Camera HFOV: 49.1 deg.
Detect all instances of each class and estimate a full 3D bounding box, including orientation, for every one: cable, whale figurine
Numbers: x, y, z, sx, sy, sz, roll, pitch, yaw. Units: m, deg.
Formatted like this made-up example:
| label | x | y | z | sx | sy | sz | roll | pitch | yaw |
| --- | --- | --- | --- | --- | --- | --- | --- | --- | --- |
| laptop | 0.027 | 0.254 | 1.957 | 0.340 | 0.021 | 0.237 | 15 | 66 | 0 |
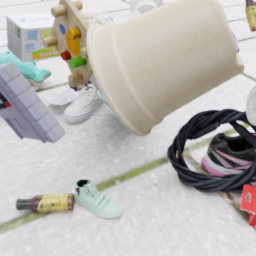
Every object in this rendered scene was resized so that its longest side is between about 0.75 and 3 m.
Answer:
| label | x | y | z | sx | sy | sz | roll | pitch | yaw |
| --- | --- | --- | --- | --- | --- | --- | --- | --- | --- |
| cable | 2.291 | 0.581 | 7.161 | 2.666 | 2.175 | 0.677 | 4 | 11 | 20 |
| whale figurine | -4.389 | -2.436 | 11.431 | 2.384 | 1.237 | 1.896 | 14 | 41 | 16 |

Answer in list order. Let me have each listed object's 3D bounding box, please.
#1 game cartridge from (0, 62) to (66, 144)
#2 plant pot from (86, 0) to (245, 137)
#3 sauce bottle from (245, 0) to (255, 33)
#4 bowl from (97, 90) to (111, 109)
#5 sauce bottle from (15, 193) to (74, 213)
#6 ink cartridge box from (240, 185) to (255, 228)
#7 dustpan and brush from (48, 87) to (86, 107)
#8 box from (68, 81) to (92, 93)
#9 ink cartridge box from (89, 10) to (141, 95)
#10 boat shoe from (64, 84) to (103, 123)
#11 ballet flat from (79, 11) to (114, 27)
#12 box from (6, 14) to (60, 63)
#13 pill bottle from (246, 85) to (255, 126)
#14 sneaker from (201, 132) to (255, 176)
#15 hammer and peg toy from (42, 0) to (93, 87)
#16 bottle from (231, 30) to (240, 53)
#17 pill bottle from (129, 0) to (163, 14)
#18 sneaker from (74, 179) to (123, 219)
| label | x | y | z | sx | sy | sz | roll | pitch | yaw |
| --- | --- | --- | --- | --- | --- | --- | --- | --- | --- |
| game cartridge | -2.080 | -0.378 | 5.111 | 0.426 | 1.438 | 2.219 | -48 | 26 | -24 |
| plant pot | 0.932 | -1.527 | 6.042 | 2.516 | 2.748 | 2.748 | -23 | 34 | 21 |
| sauce bottle | 2.724 | -2.560 | 6.177 | 0.281 | 0.851 | 0.281 | -17 | -1 | 0 |
| bowl | 0.228 | -1.115 | 9.595 | 2.273 | 1.189 | 2.273 | -15 | 37 | 11 |
| sauce bottle | -2.021 | 1.848 | 6.844 | 1.359 | 0.449 | 0.449 | -4 | 39 | -2 |
| ink cartridge box | 3.388 | 1.988 | 6.610 | 1.447 | 0.487 | 0.841 | 17 | 42 | 19 |
| dustpan and brush | -2.090 | -1.195 | 10.352 | 1.605 | 0.459 | 1.120 | -42 | 27 | -19 |
| box | -1.837 | -1.753 | 11.159 | 0.996 | 0.528 | 0.609 | -12 | 41 | -14 |
| ink cartridge box | -0.081 | -2.079 | 8.337 | 1.720 | 1.008 | 2.349 | 47 | 61 | -8 |
| boat shoe | -1.411 | -1.132 | 10.124 | 0.886 | 0.873 | 2.500 | 23 | 45 | 26 |
| ballet flat | -1.554 | -3.463 | 9.627 | 0.905 | 1.070 | 2.830 | -47 | 39 | -17 |
| box | -2.664 | -2.892 | 8.858 | 1.972 | 1.109 | 0.999 | -24 | 53 | -40 |
| pill bottle | 3.609 | -0.452 | 6.159 | 1.713 | 0.948 | 0.948 | 4 | 39 | -5 |
| sneaker | 3.537 | 0.755 | 7.526 | 2.893 | 1.249 | 1.162 | 2 | 41 | 2 |
| hammer and peg toy | -1.443 | -1.925 | 6.970 | 0.792 | 2.245 | 1.652 | -34 | 87 | -32 |
| bottle | 3.892 | -3.209 | 10.480 | 0.397 | 0.310 | 0.951 | -15 | 72 | 35 |
| pill bottle | 0.591 | -4.261 | 9.120 | 1.091 | 1.091 | 1.940 | 1 | 56 | 1 |
| sneaker | -0.746 | 1.688 | 6.752 | 1.320 | 0.779 | 0.486 | 17 | 41 | 17 |
